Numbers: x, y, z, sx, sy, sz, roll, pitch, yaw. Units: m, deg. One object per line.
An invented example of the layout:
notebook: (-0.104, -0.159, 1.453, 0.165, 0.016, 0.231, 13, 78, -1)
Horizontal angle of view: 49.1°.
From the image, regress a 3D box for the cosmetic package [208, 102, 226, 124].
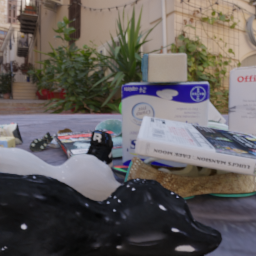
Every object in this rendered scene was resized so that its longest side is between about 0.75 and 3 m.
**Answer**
cosmetic package: (3.250, -0.623, 13.414, 1.146, 1.865, 1.859, -47, 17, -9)

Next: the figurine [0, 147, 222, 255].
figurine: (-0.909, 0.810, 3.065, 2.735, 1.206, 2.803, 7, 1, -27)

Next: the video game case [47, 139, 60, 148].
video game case: (-2.483, 0.547, 10.804, 1.487, 0.180, 1.632, -4, 5, -40)

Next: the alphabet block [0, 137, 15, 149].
alphabet block: (-3.035, 0.619, 6.397, 0.749, 0.753, 0.767, 1, 4, -11)

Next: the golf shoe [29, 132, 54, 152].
golf shoe: (-2.949, 0.583, 9.445, 0.501, 0.439, 1.137, -44, 0, 28)

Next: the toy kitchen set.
toy kitchen set: (0.527, -0.267, 6.343, 1.530, 2.597, 2.081, -1, 10, 10)

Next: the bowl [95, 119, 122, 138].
bowl: (-0.646, 0.222, 10.652, 1.119, 0.585, 1.119, -7, 40, 6)

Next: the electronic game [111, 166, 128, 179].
electronic game: (0.220, 0.881, 5.448, 1.103, 0.230, 1.103, 9, -1, 0)

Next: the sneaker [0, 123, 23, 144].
sneaker: (-4.861, 0.303, 11.019, 1.088, 0.819, 2.327, -18, 12, -25)

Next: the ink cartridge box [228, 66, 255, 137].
ink cartridge box: (3.319, -0.203, 6.457, 1.728, 2.358, 0.976, 4, 6, 41)

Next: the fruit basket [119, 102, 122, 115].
fruit basket: (0.713, -0.175, 9.205, 2.619, 1.889, 2.619, -5, 9, 1)

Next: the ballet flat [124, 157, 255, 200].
ballet flat: (1.154, 0.729, 4.595, 2.515, 0.821, 0.887, -2, 5, -20)

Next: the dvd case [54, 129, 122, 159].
dvd case: (-1.121, 0.478, 8.728, 1.920, 0.289, 2.629, -6, 12, -24)

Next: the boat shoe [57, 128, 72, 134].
boat shoe: (-2.728, 0.258, 11.991, 0.377, 0.322, 1.029, 46, 19, 16)

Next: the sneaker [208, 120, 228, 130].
sneaker: (3.147, 0.533, 8.304, 2.565, 0.986, 1.137, 6, 43, 30)

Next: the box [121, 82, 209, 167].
box: (0.844, -0.015, 6.254, 1.809, 1.967, 1.032, 1, 11, 12)

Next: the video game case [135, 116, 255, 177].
video game case: (1.189, 0.224, 4.280, 2.050, 0.263, 2.255, 10, 9, 4)

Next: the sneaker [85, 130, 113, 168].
sneaker: (-0.773, 0.530, 6.159, 0.613, 0.938, 1.677, 3, 6, 13)
